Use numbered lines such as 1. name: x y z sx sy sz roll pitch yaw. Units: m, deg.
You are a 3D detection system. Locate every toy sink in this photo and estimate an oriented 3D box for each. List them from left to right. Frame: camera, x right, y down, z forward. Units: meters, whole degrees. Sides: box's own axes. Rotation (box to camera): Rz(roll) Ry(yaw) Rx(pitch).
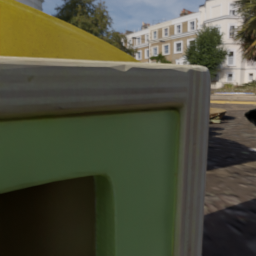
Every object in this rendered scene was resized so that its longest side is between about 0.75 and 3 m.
1. toy sink: -1.082 0.593 1.308 2.774 1.808 1.554 -5 11 -33

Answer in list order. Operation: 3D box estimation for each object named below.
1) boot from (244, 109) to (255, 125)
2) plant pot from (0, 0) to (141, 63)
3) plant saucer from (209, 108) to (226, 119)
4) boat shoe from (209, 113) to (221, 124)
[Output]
1. boot: 5.443 -0.495 11.178 1.804 0.814 2.201 -3 14 -23
2. plant pot: -1.193 -0.395 5.202 2.552 2.893 2.893 11 8 -7
3. plant saucer: 3.198 -0.688 13.485 2.908 0.428 2.908 0 10 0
4. boat shoe: 3.213 -0.420 11.570 1.348 0.499 0.498 -4 10 -23
